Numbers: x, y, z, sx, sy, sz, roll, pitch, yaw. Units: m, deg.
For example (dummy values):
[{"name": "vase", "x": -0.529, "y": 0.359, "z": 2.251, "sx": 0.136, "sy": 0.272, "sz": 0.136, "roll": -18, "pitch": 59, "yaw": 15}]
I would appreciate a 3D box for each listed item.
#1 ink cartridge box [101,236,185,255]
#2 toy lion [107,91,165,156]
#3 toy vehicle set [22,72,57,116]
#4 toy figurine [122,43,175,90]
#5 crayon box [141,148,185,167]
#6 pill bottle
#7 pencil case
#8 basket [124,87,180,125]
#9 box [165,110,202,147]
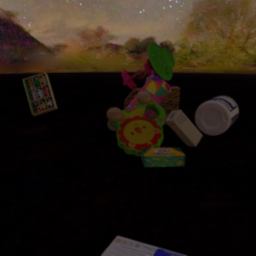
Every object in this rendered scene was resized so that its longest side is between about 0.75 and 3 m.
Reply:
[{"name": "ink cartridge box", "x": 0.126, "y": 1.759, "z": 3.085, "sx": 1.218, "sy": 0.267, "sz": 1.229, "roll": 7, "pitch": 14, "yaw": 25}, {"name": "toy lion", "x": 0.368, "y": -0.067, "z": 8.041, "sx": 1.827, "sy": 0.627, "sz": 1.751, "roll": -33, "pitch": 59, "yaw": -26}, {"name": "toy vehicle set", "x": -3.584, "y": -1.363, "z": 11.356, "sx": 0.990, "sy": 1.594, "sz": 0.211, "roll": -19, "pitch": -9, "yaw": 0}, {"name": "toy figurine", "x": 0.598, "y": -2.100, "z": 10.243, "sx": 1.725, "sy": 1.407, "sz": 1.874, "roll": -23, "pitch": 11, "yaw": 36}, {"name": "crayon box", "x": 0.861, "y": 0.736, "z": 7.040, "sx": 1.026, "sy": 0.299, "sz": 0.609, "roll": -1, "pitch": 14, "yaw": -2}, {"name": "pill bottle", "x": 3.296, "y": -0.515, "z": 10.139, "sx": 1.189, "sy": 1.189, "sz": 2.142, "roll": 9, "pitch": 16, "yaw": 30}, {"name": "pencil case", "x": 0.530, "y": -0.821, "z": 9.516, "sx": 0.950, "sy": 2.149, "sz": 0.950, "roll": 35, "pitch": 4, "yaw": -3}, {"name": "basket", "x": 0.880, "y": -0.948, "z": 11.180, "sx": 2.052, "sy": 1.529, "sz": 1.465, "roll": -7, "pitch": 16, "yaw": -22}, {"name": "box", "x": 1.518, "y": 0.019, "z": 7.592, "sx": 0.435, "sy": 1.058, "sz": 0.362, "roll": -52, "pitch": 23, "yaw": -21}]
